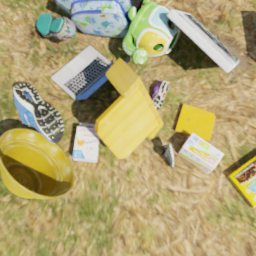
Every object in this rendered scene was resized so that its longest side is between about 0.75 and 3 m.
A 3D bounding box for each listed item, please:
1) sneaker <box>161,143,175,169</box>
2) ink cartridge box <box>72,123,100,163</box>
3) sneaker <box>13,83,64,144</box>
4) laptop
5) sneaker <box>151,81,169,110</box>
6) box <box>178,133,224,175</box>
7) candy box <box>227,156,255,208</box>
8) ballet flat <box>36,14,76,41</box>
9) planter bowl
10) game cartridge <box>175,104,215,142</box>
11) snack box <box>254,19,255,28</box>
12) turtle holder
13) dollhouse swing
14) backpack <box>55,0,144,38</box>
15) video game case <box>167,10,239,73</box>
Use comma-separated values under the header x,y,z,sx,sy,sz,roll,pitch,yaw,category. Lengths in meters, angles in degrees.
x,y,z,sx,sy,sz,roll,pitch,yaw,category
1.251,0.885,8.789,0.390,0.287,0.862,-5,110,13,sneaker
-1.327,0.413,9.107,0.760,0.448,1.321,6,70,-2,ink cartridge box
-2.942,-0.376,9.171,0.890,1.010,2.267,-30,75,-40,sneaker
-1.372,-1.996,9.631,2.128,1.233,1.993,42,74,14,laptop
1.006,-1.104,9.776,0.485,0.468,1.162,17,76,52,sneaker
2.290,0.825,8.849,1.163,0.589,0.654,35,64,12,box
4.388,1.382,8.831,2.293,0.303,1.172,-32,75,-12,candy box
-2.484,-3.469,9.837,0.858,0.858,2.385,-41,40,-14,ballet flat
-2.864,1.265,8.177,1.031,2.476,2.476,-43,72,21,planter bowl
2.289,-0.172,9.505,1.183,0.192,1.043,19,70,4,game cartridge
6.290,-3.344,10.313,2.671,0.904,2.252,1,68,1,snack box
0.785,-3.303,9.708,1.636,1.751,2.304,32,34,10,turtle holder
-0.218,-0.486,8.339,1.807,2.055,1.868,-36,45,-1,dollhouse swing
-1.072,-4.469,9.889,2.803,2.565,2.060,11,88,13,backpack
2.641,-2.965,9.488,2.614,0.305,2.377,46,31,6,video game case
